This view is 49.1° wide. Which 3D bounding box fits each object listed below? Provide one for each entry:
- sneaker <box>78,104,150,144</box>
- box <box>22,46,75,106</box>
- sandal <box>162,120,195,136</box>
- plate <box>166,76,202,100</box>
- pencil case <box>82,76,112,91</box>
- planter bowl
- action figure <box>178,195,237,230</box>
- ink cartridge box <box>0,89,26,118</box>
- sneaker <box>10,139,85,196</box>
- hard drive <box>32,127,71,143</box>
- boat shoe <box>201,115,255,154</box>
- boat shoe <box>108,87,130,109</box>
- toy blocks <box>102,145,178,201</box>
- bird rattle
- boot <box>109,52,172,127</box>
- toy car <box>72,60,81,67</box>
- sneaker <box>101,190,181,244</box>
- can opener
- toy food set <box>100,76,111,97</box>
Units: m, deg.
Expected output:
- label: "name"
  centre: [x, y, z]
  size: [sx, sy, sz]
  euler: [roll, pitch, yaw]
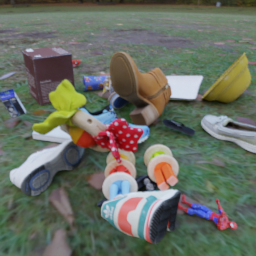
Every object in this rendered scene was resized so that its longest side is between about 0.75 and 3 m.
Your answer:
- label: "sneaker"
  centre: [-0.470, -0.137, 8.777]
  size: [2.545, 1.145, 0.998]
  euler: [9, 6, -19]
- label: "box"
  centre: [-3.512, -2.373, 12.536]
  size: [1.712, 2.086, 1.730]
  euler: [-16, 33, -27]
- label: "sandal"
  centre: [1.790, -0.084, 9.827]
  size: [1.195, 0.256, 0.454]
  euler: [21, 28, 17]
- label: "plate"
  centre: [2.333, -1.795, 12.883]
  size: [1.887, 0.306, 1.891]
  euler: [4, 41, 25]
- label: "pencil case"
  centre: [-1.411, -2.242, 13.761]
  size: [1.720, 0.671, 0.747]
  euler: [-9, 42, -18]
- label: "planter bowl"
  centre: [4.441, -1.871, 12.045]
  size: [1.072, 2.573, 2.573]
  euler: [43, 40, 5]
- label: "action figure"
  centre: [1.796, 1.816, 6.320]
  size: [1.366, 0.676, 0.446]
  euler: [22, 36, 30]
- label: "ink cartridge box"
  centre: [-4.242, -0.888, 10.270]
  size: [0.537, 1.080, 0.212]
  euler: [-18, 41, -1]
- label: "sneaker"
  centre: [-2.193, 0.877, 7.846]
  size: [1.054, 0.901, 2.419]
  euler: [13, 29, 34]
- label: "hard drive"
  centre: [-1.982, 0.083, 9.879]
  size: [2.224, 0.292, 1.467]
  euler: [7, 29, 12]
- label: "boat shoe"
  centre: [3.587, 0.032, 9.431]
  size: [0.911, 0.793, 2.473]
  euler: [-19, 34, -32]
- label: "boat shoe"
  centre: [-0.323, -1.417, 11.726]
  size: [0.859, 0.858, 2.374]
  euler: [38, 23, 11]
- label: "toy blocks"
  centre: [0.339, 1.179, 6.646]
  size: [1.836, 0.800, 2.203]
  euler: [-5, 17, 1]
- label: "bird rattle"
  centre: [-0.944, 0.000, 7.074]
  size: [2.512, 2.048, 1.415]
  euler: [23, 71, -7]
- label: "boot"
  centre: [0.586, -1.733, 10.333]
  size: [1.105, 2.998, 2.319]
  euler: [5, 38, 38]
- label: "toy car"
  centre: [-3.995, -4.050, 17.428]
  size: [1.794, 0.400, 1.688]
  euler: [-14, 31, -25]
- label: "sneaker"
  centre: [0.313, 1.557, 5.480]
  size: [1.152, 0.868, 2.464]
  euler: [10, -6, 20]
- label: "can opener"
  centre: [0.024, 1.664, 6.817]
  size: [1.743, 0.685, 0.552]
  euler: [-25, 78, -38]
- label: "toy food set"
  centre: [-1.063, -1.893, 12.886]
  size: [0.258, 0.614, 0.856]
  euler: [24, 47, -24]
